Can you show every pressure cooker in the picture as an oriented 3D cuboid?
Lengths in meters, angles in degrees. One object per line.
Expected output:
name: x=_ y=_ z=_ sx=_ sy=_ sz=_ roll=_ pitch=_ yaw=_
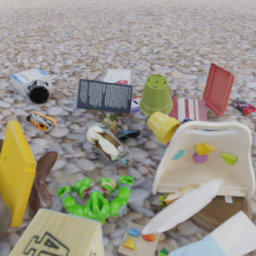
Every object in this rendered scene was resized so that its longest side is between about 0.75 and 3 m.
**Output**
pressure cooker: x=-4.632 y=-1.872 z=14.338 sx=1.043 sy=1.059 sz=1.186 roll=5 pitch=29 yaw=-27

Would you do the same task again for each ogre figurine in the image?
ogre figurine: x=-0.955 y=2.118 z=8.251 sx=2.288 sy=1.123 sz=1.372 roll=8 pitch=33 yaw=-13

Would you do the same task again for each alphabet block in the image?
alphabet block: x=-1.599 y=3.134 z=6.395 sx=1.656 sy=1.647 sz=1.686 roll=7 pitch=35 yaw=13

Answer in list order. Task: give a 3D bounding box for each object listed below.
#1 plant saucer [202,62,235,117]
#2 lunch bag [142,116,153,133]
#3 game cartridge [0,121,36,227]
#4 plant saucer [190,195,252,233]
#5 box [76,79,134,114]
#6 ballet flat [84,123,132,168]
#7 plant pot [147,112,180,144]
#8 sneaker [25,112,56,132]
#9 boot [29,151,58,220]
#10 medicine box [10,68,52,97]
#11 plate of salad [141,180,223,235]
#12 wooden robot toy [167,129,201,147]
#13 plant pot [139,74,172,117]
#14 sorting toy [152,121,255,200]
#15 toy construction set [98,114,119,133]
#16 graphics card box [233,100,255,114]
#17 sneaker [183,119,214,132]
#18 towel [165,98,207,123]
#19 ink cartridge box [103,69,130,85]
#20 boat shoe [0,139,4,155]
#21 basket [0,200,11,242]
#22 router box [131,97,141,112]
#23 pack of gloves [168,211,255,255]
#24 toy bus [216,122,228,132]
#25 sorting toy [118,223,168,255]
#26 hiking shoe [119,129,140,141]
plant saucer: x=4.206 y=-1.805 z=13.042 sx=0.381 sy=2.072 sz=2.075 roll=2 pitch=25 yaw=-12
lunch bag: x=1.012 y=-0.239 z=11.763 sx=0.655 sy=0.789 sz=0.940 roll=19 pitch=-3 yaw=2
game cartridge: x=-3.479 y=1.329 z=8.616 sx=0.408 sy=2.217 sz=2.515 roll=4 pitch=27 yaw=-38
plant saucer: x=2.779 y=2.319 z=8.705 sx=2.103 sy=0.310 sz=2.103 roll=1 pitch=36 yaw=-1
box: x=-1.092 y=-1.378 z=12.482 sx=2.362 sy=1.265 sz=1.753 roll=6 pitch=4 yaw=-10
ballet flat: x=-0.940 y=0.481 z=10.497 sx=0.962 sy=0.962 sz=2.675 roll=-26 pitch=48 yaw=-33
plant pot: x=1.277 y=-0.069 z=10.521 sx=1.017 sy=1.017 sz=0.956 roll=-29 pitch=59 yaw=-36
sneaker: x=-3.953 y=-0.256 z=12.348 sx=1.573 sy=0.616 sz=0.607 roll=14 pitch=46 yaw=22
boot: x=-2.548 y=1.780 z=8.675 sx=0.570 sy=1.653 sz=1.774 roll=31 pitch=12 yaw=-38
medicine box: x=-5.339 y=-2.530 z=15.459 sx=1.632 sy=0.840 sz=1.486 roll=-28 pitch=42 yaw=-35
plate of salad: x=1.359 y=1.991 z=7.308 sx=2.478 sy=2.478 sz=0.595 roll=-19 pitch=59 yaw=-26
wooden robot toy: x=2.178 y=0.493 z=10.371 sx=1.305 sy=1.344 sz=2.962 roll=14 pitch=34 yaw=3
plant pot: x=1.106 y=-1.373 z=11.059 sx=1.394 sy=1.324 sz=1.394 roll=-2 pitch=51 yaw=2
sorting toy: x=2.241 y=0.782 z=8.108 sx=2.948 sy=2.654 sz=1.575 roll=2 pitch=51 yaw=4
toy construction set: x=-0.738 y=-0.282 z=11.942 sx=0.827 sy=0.762 sz=0.991 roll=44 pitch=51 yaw=13
graphics card box: x=5.670 y=-1.029 z=13.697 sx=0.631 sy=0.256 sz=1.006 roll=-9 pitch=29 yaw=-9
sneaker: x=2.948 y=-0.023 z=11.876 sx=0.600 sy=0.540 sz=1.539 roll=-9 pitch=26 yaw=-23
towel: x=2.622 y=-0.791 z=13.104 sx=2.003 sy=0.228 sz=1.443 roll=4 pitch=52 yaw=4
ink cartridge box: x=-0.592 y=-2.562 z=15.588 sx=1.303 sy=0.740 sz=1.788 roll=4 pitch=34 yaw=6
boat shoe: x=-5.324 y=1.416 z=9.724 sx=0.903 sy=0.962 sz=2.673 roll=-14 pitch=26 yaw=45
basket: x=-4.210 y=2.900 z=6.700 sx=2.374 sy=1.791 sz=2.633 roll=13 pitch=32 yaw=5
router box: x=0.368 y=-1.170 z=13.990 sx=0.959 sy=0.234 sz=0.861 roll=-14 pitch=36 yaw=-19
pack of gloves: x=2.234 y=3.241 z=6.179 sx=2.703 sy=0.533 sz=2.271 roll=-26 pitch=43 yaw=-10
toy bus: x=3.905 y=-0.076 z=11.671 sx=0.651 sy=0.690 sz=0.356 roll=-22 pitch=61 yaw=10
sorting toy: x=0.528 y=3.139 z=7.645 sx=1.392 sy=0.205 sz=1.029 roll=11 pitch=35 yaw=16
hiking shoe: x=0.062 y=0.197 z=11.441 sx=1.018 sy=0.379 sz=0.441 roll=-15 pitch=44 yaw=30
